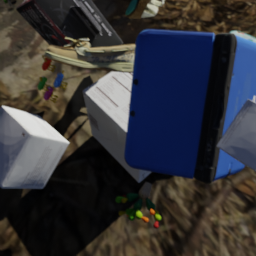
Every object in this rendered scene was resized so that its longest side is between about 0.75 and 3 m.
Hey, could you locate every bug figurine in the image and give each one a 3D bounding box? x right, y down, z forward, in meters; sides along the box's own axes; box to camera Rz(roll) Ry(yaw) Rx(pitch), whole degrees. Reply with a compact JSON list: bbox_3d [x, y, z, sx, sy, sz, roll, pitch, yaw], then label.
[{"bbox_3d":[-2.022,-1.248,7.215,0.334,1.005,1.296,5,33,-42],"label":"bug figurine"}]

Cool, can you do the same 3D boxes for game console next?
[{"bbox_3d":[1.382,-0.442,5.699,2.318,2.716,1.607,-4,15,-44],"label":"game console"}]

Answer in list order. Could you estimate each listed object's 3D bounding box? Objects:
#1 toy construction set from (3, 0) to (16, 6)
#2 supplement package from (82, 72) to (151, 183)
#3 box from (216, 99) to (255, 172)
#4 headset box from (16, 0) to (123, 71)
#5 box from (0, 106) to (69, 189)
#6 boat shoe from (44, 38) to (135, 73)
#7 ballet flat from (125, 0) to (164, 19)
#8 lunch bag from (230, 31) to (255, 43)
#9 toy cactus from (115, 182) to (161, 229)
[{"bbox_3d":[-3.583,-4.310,8.564,0.862,0.935,1.122,-26,98,2],"label":"toy construction set"},{"bbox_3d":[0.648,-0.498,7.859,2.912,2.210,2.194,-37,65,-20],"label":"supplement package"},{"bbox_3d":[1.753,0.161,3.754,0.781,0.511,0.777,35,97,25],"label":"box"},{"bbox_3d":[-1.513,-2.604,7.092,1.035,2.051,2.760,-48,32,-8],"label":"headset box"},{"bbox_3d":[-1.871,0.370,4.980,1.054,0.903,1.049,35,98,31],"label":"box"},{"bbox_3d":[-0.684,-1.487,5.593,1.935,0.606,0.709,-1,18,-31],"label":"boat shoe"},{"bbox_3d":[0.612,-3.882,8.506,0.881,2.434,0.826,21,78,-13],"label":"ballet flat"},{"bbox_3d":[3.771,-2.008,9.519,2.061,0.990,2.569,34,64,16],"label":"lunch bag"},{"bbox_3d":[0.261,1.465,5.464,0.964,0.493,0.796,16,65,29],"label":"toy cactus"}]
